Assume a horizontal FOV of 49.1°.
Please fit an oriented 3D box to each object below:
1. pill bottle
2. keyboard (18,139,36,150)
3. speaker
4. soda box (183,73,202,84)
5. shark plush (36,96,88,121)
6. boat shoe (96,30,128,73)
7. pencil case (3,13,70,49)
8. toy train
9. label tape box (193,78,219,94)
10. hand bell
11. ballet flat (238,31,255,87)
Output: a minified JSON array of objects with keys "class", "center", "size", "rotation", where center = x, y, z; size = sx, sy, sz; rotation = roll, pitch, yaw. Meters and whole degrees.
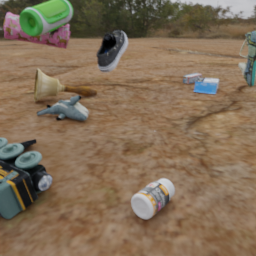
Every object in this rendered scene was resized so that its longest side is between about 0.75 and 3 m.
[{"class":"pill bottle","center":[0.553,1.478,5.967],"size":[0.556,0.556,0.955],"rotation":[18,28,37]},{"class":"keyboard","center":[-3.650,0.778,8.145],"size":[1.979,0.392,1.030],"rotation":[-20,6,-37]},{"class":"speaker","center":[-2.212,-3.081,7.737],"size":[0.748,0.748,1.691],"rotation":[9,36,20]},{"class":"soda box","center":[3.904,-2.999,17.002],"size":[1.335,0.424,0.456],"rotation":[-17,28,-38]},{"class":"shark plush","center":[-2.622,-0.690,11.084],"size":[2.197,0.998,0.915],"rotation":[6,53,3]},{"class":"boat shoe","center":[-0.489,-2.306,7.761],"size":[0.651,0.617,1.861],"rotation":[3,48,20]},{"class":"pencil case","center":[-2.717,-2.910,8.476],"size":[1.911,0.827,0.791],"rotation":[6,-20,-17]},{"class":"toy train","center":[-2.944,1.065,6.444],"size":[2.532,1.079,1.443],"rotation":[15,36,32]},{"class":"label tape box","center":[4.244,-2.296,15.175],"size":[1.140,0.526,1.591],"rotation":[9,22,20]},{"class":"hand bell","center":[-2.969,-1.910,13.680],"size":[2.967,1.545,1.545],"rotation":[3,19,-24]},{"class":"ballet flat","center":[4.482,-2.546,10.432],"size":[0.748,2.015,0.748],"rotation":[6,9,-1]}]
